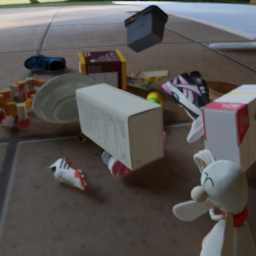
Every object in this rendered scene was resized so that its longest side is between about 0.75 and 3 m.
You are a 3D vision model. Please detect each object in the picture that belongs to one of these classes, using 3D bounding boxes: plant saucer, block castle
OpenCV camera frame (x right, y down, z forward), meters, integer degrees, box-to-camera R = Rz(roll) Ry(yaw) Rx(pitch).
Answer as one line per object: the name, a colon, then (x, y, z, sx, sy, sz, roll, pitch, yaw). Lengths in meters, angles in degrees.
plant saucer: (4.246, -1.109, 10.725, 2.838, 0.503, 2.838, 11, 24, -5)
block castle: (-3.676, -0.873, 10.212, 1.557, 1.093, 2.330, 13, 34, 16)
plant saucer: (-1.911, -0.769, 9.098, 2.244, 2.244, 0.563, -15, 60, -24)

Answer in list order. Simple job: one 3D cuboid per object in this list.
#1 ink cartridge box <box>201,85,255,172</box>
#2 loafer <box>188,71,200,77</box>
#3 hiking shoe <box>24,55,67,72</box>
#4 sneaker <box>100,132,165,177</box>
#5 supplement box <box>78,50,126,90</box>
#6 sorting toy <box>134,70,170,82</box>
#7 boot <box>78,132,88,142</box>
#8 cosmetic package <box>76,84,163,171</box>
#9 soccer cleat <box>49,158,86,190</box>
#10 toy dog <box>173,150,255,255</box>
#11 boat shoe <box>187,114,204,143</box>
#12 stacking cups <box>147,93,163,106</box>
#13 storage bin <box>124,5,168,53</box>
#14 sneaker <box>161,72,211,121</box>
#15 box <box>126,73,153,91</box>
ink cartridge box: (3.222, -0.073, 7.888, 2.461, 1.786, 1.026, -27, 23, -38)
loafer: (3.399, -2.802, 14.317, 0.838, 0.264, 0.301, -26, 39, -37)
hiking shoe: (-4.376, -3.393, 14.781, 2.201, 0.819, 0.954, -7, 30, -12)
sneaker: (0.128, 0.517, 8.019, 2.254, 0.832, 0.986, -28, 43, -35)
supplement box: (-1.242, -2.675, 13.042, 1.989, 1.321, 1.962, -6, 31, -10)
sorting toy: (1.035, -2.212, 12.177, 1.457, 0.262, 1.956, 2, 22, 11)
boot: (-1.171, 0.070, 8.843, 0.708, 0.937, 0.338, -30, 75, -37)
cosmetic package: (-0.305, -0.169, 7.055, 0.956, 1.354, 2.616, -19, 29, -29)
soccer cleat: (-1.563, 1.239, 7.201, 0.596, 0.480, 1.400, -28, 36, -24)
toy dog: (1.307, 1.829, 4.442, 1.322, 2.745, 1.810, -22, 8, -6)
boat shoe: (2.118, -0.075, 8.399, 0.417, 1.158, 0.381, 17, 24, -42)
stacking cups: (0.730, -0.536, 10.128, 0.654, 0.654, 2.163, 9, 34, 15)
storage bin: (0.639, -3.960, 11.400, 1.782, 1.197, 1.297, -13, -25, 41)
sneaker: (2.350, -1.125, 9.716, 1.270, 1.181, 2.941, -43, 48, 5)
box: (0.503, -2.158, 13.036, 1.366, 0.439, 0.478, 23, 37, 33)
